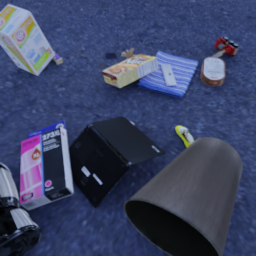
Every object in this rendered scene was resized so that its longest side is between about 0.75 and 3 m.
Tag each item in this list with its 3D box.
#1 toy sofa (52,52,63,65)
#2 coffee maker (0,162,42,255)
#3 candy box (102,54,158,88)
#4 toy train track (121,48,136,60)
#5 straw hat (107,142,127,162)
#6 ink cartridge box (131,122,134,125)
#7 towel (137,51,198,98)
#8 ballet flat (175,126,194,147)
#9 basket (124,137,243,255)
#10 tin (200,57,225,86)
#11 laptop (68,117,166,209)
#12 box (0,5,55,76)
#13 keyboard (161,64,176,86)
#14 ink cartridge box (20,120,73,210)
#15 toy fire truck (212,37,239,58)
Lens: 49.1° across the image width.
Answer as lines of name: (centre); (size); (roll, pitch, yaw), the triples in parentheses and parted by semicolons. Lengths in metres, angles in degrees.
toy sofa: (-3.308, -3.235, 12.758); (0.315, 0.371, 0.760); (-30, 54, -24)
coffee maker: (-3.662, 2.393, 7.066); (2.268, 1.591, 2.362); (-40, 55, -5)
candy box: (0.098, -2.394, 11.590); (2.024, 0.560, 1.168); (-31, 36, -22)
toy train track: (0.295, -3.201, 12.485); (1.301, 0.746, 0.212); (5, 42, -26)
straw hat: (-0.490, 1.028, 8.741); (1.293, 0.547, 1.293); (-9, 50, 11)
ink cartridge box: (-0.251, 0.079, 9.755); (0.596, 0.349, 0.825); (28, 53, 23)
towel: (1.753, -2.364, 12.003); (1.954, 0.322, 2.699); (18, 50, 15)
ballet flat: (1.983, 0.252, 9.577); (0.384, 0.385, 1.148); (-14, 49, -12)
basket: (1.742, 1.687, 7.317); (2.551, 1.924, 2.829); (20, 46, 32)
tin: (3.669, -2.471, 12.098); (0.998, 0.373, 1.782); (6, 48, 11)
laptop: (-0.555, 0.922, 8.871); (2.483, 1.282, 2.200); (-50, 56, 2)
box: (-4.275, -3.512, 11.437); (1.226, 2.418, 1.360); (25, 70, 21)
keyboard: (1.708, -2.257, 11.857); (0.417, 0.079, 1.483); (0, 47, -7)
ink cartridge box: (-2.569, 0.925, 8.678); (1.411, 0.553, 2.980); (-21, 47, 3)
toy fire truck: (4.319, -3.640, 13.001); (1.157, 0.744, 1.018); (-15, 49, -27)
